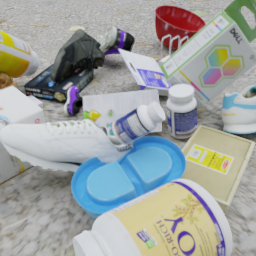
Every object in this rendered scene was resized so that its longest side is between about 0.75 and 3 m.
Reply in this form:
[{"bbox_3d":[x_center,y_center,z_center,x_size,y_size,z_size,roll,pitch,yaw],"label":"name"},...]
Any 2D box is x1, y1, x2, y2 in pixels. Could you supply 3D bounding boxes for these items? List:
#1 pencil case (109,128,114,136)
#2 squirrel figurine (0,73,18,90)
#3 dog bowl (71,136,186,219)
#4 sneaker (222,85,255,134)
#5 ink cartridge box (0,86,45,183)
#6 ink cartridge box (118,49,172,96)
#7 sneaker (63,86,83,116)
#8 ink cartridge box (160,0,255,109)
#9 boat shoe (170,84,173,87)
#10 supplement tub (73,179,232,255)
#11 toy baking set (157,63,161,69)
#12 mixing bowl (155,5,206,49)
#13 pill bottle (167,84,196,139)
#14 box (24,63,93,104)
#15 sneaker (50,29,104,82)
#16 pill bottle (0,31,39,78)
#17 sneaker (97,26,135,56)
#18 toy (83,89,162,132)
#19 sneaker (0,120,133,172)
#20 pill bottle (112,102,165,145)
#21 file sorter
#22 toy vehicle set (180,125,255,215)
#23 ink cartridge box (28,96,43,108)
[{"bbox_3d":[-0.368,0.224,7.191,0.377,0.409,0.885,26,56,15],"label":"pencil case"},{"bbox_3d":[-4.742,-1.153,8.758,2.419,1.712,2.258,16,26,-3],"label":"squirrel figurine"},{"bbox_3d":[0.053,1.020,5.630,2.333,0.578,1.300,-22,49,-19],"label":"dog bowl"},{"bbox_3d":[3.995,-0.674,7.911,2.909,1.175,1.113,-13,12,-19],"label":"sneaker"},{"bbox_3d":[-3.118,0.230,6.501,2.036,1.499,1.473,-30,50,-35],"label":"ink cartridge box"},{"bbox_3d":[0.525,-1.818,9.287,1.682,0.365,1.667,3,50,-41],"label":"ink cartridge box"},{"bbox_3d":[-1.622,-0.881,8.861,0.579,0.405,1.165,-10,51,18],"label":"sneaker"},{"bbox_3d":[2.461,-1.986,7.495,2.888,1.500,0.857,-40,38,21],"label":"ink cartridge box"},{"bbox_3d":[1.838,-1.351,9.427,0.640,0.641,1.821,1,46,-24],"label":"boat shoe"},{"bbox_3d":[0.360,1.851,4.389,2.097,1.525,1.525,-20,41,-25],"label":"supplement tub"},{"bbox_3d":[1.844,-2.483,11.431,1.419,0.215,1.849,21,35,35],"label":"toy baking set"},{"bbox_3d":[2.243,-4.545,13.070,2.411,1.306,2.411,9,45,-9],"label":"mixing bowl"},{"bbox_3d":[1.430,-0.437,7.483,0.780,1.348,0.780,-6,39,5],"label":"pill bottle"},{"bbox_3d":[-2.412,-1.674,10.061,1.637,0.474,2.060,12,38,17],"label":"box"},{"bbox_3d":[-1.678,-2.357,9.796,1.392,0.929,2.429,29,54,-3],"label":"sneaker"},{"bbox_3d":[-3.965,-2.328,8.836,1.298,1.298,2.376,17,4,22],"label":"pill bottle"},{"bbox_3d":[-0.514,-3.346,11.473,1.290,0.902,2.594,6,3,-22],"label":"sneaker"},{"bbox_3d":[-0.185,-0.368,8.063,2.162,0.510,1.245,-4,77,0],"label":"toy"},{"bbox_3d":[-1.210,0.267,5.957,2.792,1.124,1.067,16,23,-33],"label":"sneaker"},{"bbox_3d":[0.214,-0.104,5.463,0.976,0.542,0.542,-30,28,25],"label":"pill bottle"},{"bbox_3d":[2.239,-3.105,11.300,1.634,1.017,1.134,14,32,24],"label":"file sorter"},{"bbox_3d":[1.998,0.851,6.769,1.488,0.317,2.394,21,41,26],"label":"toy vehicle set"},{"bbox_3d":[-3.273,-0.712,9.014,0.672,0.236,0.827,29,41,33],"label":"ink cartridge box"}]
